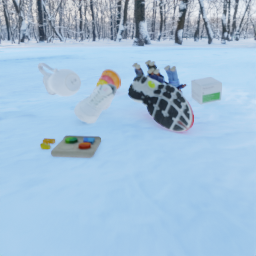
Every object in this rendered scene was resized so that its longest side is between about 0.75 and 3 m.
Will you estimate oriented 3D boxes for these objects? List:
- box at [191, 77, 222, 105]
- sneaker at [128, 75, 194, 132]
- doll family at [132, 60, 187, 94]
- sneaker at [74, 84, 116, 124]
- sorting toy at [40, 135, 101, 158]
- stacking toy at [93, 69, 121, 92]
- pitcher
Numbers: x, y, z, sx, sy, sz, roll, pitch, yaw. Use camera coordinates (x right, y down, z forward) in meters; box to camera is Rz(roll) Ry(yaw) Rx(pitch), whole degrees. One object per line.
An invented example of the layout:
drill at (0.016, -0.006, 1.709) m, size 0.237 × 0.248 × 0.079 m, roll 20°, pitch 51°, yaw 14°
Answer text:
box at (2.880, -1.391, 10.339) m, size 0.840 × 0.723 × 0.844 m, roll -12°, pitch 27°, yaw -9°
sneaker at (1.117, -0.781, 8.193) m, size 1.168 × 1.059 × 2.750 m, roll 16°, pitch 22°, yaw -39°
doll family at (1.236, -1.916, 11.289) m, size 0.944 × 1.390 × 2.406 m, roll -37°, pitch 41°, yaw -18°
sneaker at (-0.915, -0.853, 8.291) m, size 0.750 × 0.956 × 1.925 m, roll 36°, pitch 34°, yaw -3°
sorting toy at (-1.363, 0.371, 6.384) m, size 1.368 × 0.183 × 1.019 m, roll 1°, pitch 19°, yaw 4°
stacking toy at (-1.001, -1.794, 11.812) m, size 1.001 × 1.001 × 1.371 m, roll 10°, pitch 38°, yaw 27°
pitcher at (-2.682, -1.886, 10.684) m, size 1.685 × 1.446 × 1.022 m, roll 8°, pitch 51°, yaw 45°
